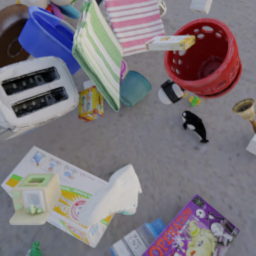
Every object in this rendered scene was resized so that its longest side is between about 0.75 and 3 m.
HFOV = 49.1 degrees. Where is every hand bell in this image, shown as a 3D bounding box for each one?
[{"bbox_3d":[3.062,-0.149,6.921,0.551,1.058,0.551,-32,21,14],"label":"hand bell"}]

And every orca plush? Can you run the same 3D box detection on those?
[{"bbox_3d":[2.496,-0.142,10.419,0.812,0.549,1.544,-8,54,-6],"label":"orca plush"}]

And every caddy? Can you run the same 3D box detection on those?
[{"bbox_3d":[-2.287,-2.871,9.224,2.504,1.314,1.770,36,26,-25],"label":"caddy"}]

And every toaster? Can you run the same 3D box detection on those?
[{"bbox_3d":[-2.708,-0.735,7.145,2.962,1.913,1.683,-28,99,-40],"label":"toaster"}]

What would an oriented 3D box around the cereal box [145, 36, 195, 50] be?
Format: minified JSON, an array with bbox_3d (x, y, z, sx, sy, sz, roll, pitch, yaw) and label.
[{"bbox_3d":[1.050,-2.138,7.049,1.062,0.210,0.764,9,33,28],"label":"cereal box"}]

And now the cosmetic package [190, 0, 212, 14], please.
[{"bbox_3d":[2.464,-4.312,9.179,0.559,0.990,0.402,24,12,32],"label":"cosmetic package"}]

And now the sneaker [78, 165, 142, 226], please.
[{"bbox_3d":[-0.218,1.595,6.062,0.904,0.769,2.043,58,34,-3],"label":"sneaker"}]

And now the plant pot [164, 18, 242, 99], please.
[{"bbox_3d":[2.221,-1.803,7.889,1.901,1.731,1.901,-11,71,34],"label":"plant pot"}]

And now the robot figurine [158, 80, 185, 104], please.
[{"bbox_3d":[1.476,-1.215,9.370,0.973,0.607,0.731,-34,81,14],"label":"robot figurine"}]

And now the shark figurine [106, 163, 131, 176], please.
[{"bbox_3d":[-0.303,1.721,9.066,0.866,0.605,1.450,-2,52,0],"label":"shark figurine"}]

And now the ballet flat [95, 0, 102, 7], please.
[{"bbox_3d":[-0.956,-4.888,10.172,1.505,0.550,0.550,-37,52,24],"label":"ballet flat"}]

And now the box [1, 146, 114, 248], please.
[{"bbox_3d":[-1.886,2.012,8.207,2.863,1.611,1.451,23,58,15],"label":"box"}]

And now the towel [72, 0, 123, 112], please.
[{"bbox_3d":[-0.694,-2.087,7.574,0.325,2.116,2.775,-19,44,19],"label":"towel"}]

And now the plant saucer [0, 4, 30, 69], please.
[{"bbox_3d":[-3.990,-2.861,9.629,0.443,2.763,2.763,35,60,5],"label":"plant saucer"}]

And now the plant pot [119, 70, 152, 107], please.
[{"bbox_3d":[0.153,-1.469,11.103,1.172,1.172,1.101,31,75,20],"label":"plant pot"}]

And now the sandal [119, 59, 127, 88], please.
[{"bbox_3d":[-0.515,-2.131,11.576,1.011,0.611,2.485,29,50,-23],"label":"sandal"}]

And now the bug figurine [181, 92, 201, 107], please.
[{"bbox_3d":[2.583,-1.455,11.485,1.465,0.377,1.136,30,65,15],"label":"bug figurine"}]

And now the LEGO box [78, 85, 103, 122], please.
[{"bbox_3d":[-1.035,-0.667,7.725,0.637,0.330,0.855,-17,63,29],"label":"LEGO box"}]

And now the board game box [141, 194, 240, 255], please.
[{"bbox_3d":[1.769,3.190,7.703,1.614,0.434,2.689,36,48,24],"label":"board game box"}]

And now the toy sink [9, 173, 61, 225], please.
[{"bbox_3d":[-1.913,1.394,5.739,0.712,0.612,1.092,-2,18,6],"label":"toy sink"}]

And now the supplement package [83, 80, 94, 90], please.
[{"bbox_3d":[-1.403,-1.726,11.628,0.766,0.449,0.448,-23,57,-16],"label":"supplement package"}]

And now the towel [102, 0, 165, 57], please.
[{"bbox_3d":[0.228,-4.038,9.949,1.981,2.707,0.405,-19,12,-15],"label":"towel"}]

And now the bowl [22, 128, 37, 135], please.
[{"bbox_3d":[-3.421,-0.517,9.238,1.602,0.314,1.602,-6,55,8],"label":"bowl"}]

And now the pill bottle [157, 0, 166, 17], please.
[{"bbox_3d":[1.165,-5.185,11.928,0.743,0.743,1.314,26,14,18],"label":"pill bottle"}]

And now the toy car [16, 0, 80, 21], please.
[{"bbox_3d":[-3.661,-5.646,13.476,2.968,2.225,2.597,-20,12,-10],"label":"toy car"}]

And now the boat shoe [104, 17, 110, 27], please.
[{"bbox_3d":[-0.263,-3.759,11.192,2.193,0.808,0.758,26,81,19],"label":"boat shoe"}]

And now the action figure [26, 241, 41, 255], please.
[{"bbox_3d":[-2.654,3.869,7.436,0.464,1.003,1.698,-5,45,12],"label":"action figure"}]

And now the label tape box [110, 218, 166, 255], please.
[{"bbox_3d":[0.566,3.419,7.838,1.758,0.556,1.268,-28,59,-19],"label":"label tape box"}]

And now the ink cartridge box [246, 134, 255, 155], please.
[{"bbox_3d":[4.751,0.473,9.900,0.665,0.668,0.910,32,59,20],"label":"ink cartridge box"}]
